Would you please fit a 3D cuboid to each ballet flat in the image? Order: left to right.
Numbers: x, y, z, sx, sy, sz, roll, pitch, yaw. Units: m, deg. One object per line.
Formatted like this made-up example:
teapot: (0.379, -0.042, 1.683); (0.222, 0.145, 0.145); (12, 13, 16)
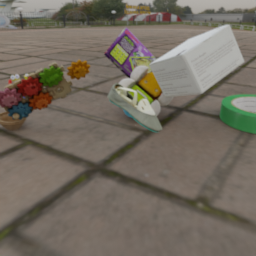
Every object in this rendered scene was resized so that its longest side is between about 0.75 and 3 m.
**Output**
ballet flat: (0.154, -0.472, 5.828); (1.497, 0.477, 0.505); (37, 27, 29)

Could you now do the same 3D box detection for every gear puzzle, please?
gear puzzle: (-2.405, -1.142, 8.460); (2.922, 1.513, 0.383); (-28, 59, -6)

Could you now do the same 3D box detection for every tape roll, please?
tape roll: (4.555, -0.529, 9.823); (2.519, 0.605, 2.519); (0, 23, 0)

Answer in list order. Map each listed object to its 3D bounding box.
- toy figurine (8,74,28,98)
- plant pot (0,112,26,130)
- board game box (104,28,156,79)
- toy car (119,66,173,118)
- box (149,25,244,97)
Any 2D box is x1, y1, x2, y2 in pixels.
toy figurine: (-3.933, -1.407, 11.873); (2.293, 1.210, 1.374); (-4, 53, -2)
plant pot: (-3.834, -0.201, 9.257); (0.922, 0.425, 0.922); (5, 25, -2)
board game box: (0.314, -2.727, 11.532); (1.436, 2.393, 0.386); (-53, 22, -10)
toy car: (0.522, -1.104, 10.081); (1.705, 1.461, 1.948); (41, 63, 5)
box: (1.988, -1.932, 8.398); (1.864, 1.225, 1.874); (-35, 17, -19)
